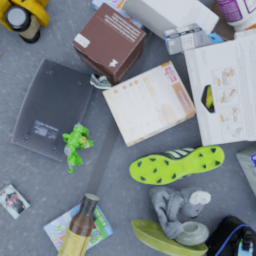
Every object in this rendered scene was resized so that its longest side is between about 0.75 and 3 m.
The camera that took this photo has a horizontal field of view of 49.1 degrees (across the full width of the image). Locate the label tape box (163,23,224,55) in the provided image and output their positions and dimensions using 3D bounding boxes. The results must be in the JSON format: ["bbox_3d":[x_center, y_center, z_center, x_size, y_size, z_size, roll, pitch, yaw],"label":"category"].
[{"bbox_3d":[1.699,-2.447,7.476,1.397,1.007,0.442,-13,119,8],"label":"label tape box"}]

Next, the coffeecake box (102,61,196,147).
[{"bbox_3d":[0.650,-0.719,8.759,2.322,0.848,1.782,-24,80,-1],"label":"coffeecake box"}]

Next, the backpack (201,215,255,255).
[{"bbox_3d":[3.133,4.443,8.022,2.737,2.017,2.998,38,87,2],"label":"backpack"}]

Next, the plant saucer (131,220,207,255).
[{"bbox_3d":[1.104,3.179,7.979,2.222,2.222,0.345,18,85,1],"label":"plant saucer"}]

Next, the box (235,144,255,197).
[{"bbox_3d":[4.922,1.423,8.564,2.157,1.230,2.345,-25,88,0],"label":"box"}]

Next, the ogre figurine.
[{"bbox_3d":[-1.543,0.521,8.394,0.727,0.888,1.481,25,62,25],"label":"ogre figurine"}]

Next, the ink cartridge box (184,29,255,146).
[{"bbox_3d":[3.020,-0.986,7.304,2.553,0.648,2.897,-7,118,21],"label":"ink cartridge box"}]

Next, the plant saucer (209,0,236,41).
[{"bbox_3d":[3.458,-3.654,9.287,1.697,0.272,1.697,0,87,-1],"label":"plant saucer"}]

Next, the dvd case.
[{"bbox_3d":[-3.712,2.350,9.018,0.717,0.108,0.982,-43,87,9],"label":"dvd case"}]

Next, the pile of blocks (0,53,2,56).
[{"bbox_3d":[-4.795,-2.889,9.133,0.670,0.507,1.631,-28,87,-1],"label":"pile of blocks"}]

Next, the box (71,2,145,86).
[{"bbox_3d":[-0.529,-2.390,8.454,1.507,1.816,1.491,38,88,1],"label":"box"}]

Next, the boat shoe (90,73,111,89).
[{"bbox_3d":[-0.776,-1.309,7.836,0.367,1.007,0.311,-2,110,-32],"label":"boat shoe"}]

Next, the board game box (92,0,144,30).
[{"bbox_3d":[0.232,-4.448,9.242,1.784,0.432,2.359,37,89,1],"label":"board game box"}]

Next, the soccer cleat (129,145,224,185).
[{"bbox_3d":[1.471,1.114,8.638,2.863,1.160,0.967,-11,88,3],"label":"soccer cleat"}]

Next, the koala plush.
[{"bbox_3d":[1.605,2.259,8.454,1.649,1.462,1.515,-21,82,0],"label":"koala plush"}]

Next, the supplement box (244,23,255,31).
[{"bbox_3d":[4.115,-2.601,8.707,0.461,1.341,0.446,-28,45,25],"label":"supplement box"}]

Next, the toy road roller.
[{"bbox_3d":[-3.508,-3.910,8.722,2.311,1.420,1.687,31,87,-1],"label":"toy road roller"}]

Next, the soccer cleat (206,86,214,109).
[{"bbox_3d":[2.562,-0.965,8.531,0.526,1.627,0.680,-28,83,20],"label":"soccer cleat"}]

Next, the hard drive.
[{"bbox_3d":[-2.339,-0.540,8.943,1.938,0.608,2.873,21,89,1],"label":"hard drive"}]

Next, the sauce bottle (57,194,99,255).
[{"bbox_3d":[-1.464,3.153,8.363,0.765,0.765,2.363,21,90,1],"label":"sauce bottle"}]

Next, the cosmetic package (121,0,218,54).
[{"bbox_3d":[1.195,-3.456,8.431,2.545,1.370,1.080,32,87,-16],"label":"cosmetic package"}]

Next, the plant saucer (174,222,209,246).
[{"bbox_3d":[1.891,3.131,8.527,1.064,1.064,0.267,-14,104,-1],"label":"plant saucer"}]

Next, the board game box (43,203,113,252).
[{"bbox_3d":[-1.569,3.226,8.936,1.766,0.323,1.336,-32,88,-1],"label":"board game box"}]

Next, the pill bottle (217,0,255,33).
[{"bbox_3d":[3.357,-3.818,8.565,1.022,1.022,1.821,-41,120,-2],"label":"pill bottle"}]
